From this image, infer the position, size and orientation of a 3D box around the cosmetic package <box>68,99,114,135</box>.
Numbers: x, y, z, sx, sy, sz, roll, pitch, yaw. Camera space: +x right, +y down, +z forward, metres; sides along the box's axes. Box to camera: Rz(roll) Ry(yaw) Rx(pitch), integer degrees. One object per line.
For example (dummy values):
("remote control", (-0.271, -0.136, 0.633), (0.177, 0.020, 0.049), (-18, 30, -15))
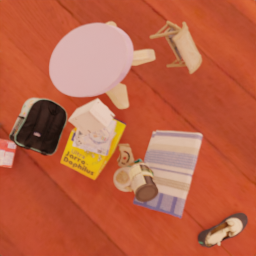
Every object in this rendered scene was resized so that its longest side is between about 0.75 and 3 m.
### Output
("cosmetic package", (-0.820, -0.220, 6.166), (0.551, 0.976, 0.396), (44, 58, -20))

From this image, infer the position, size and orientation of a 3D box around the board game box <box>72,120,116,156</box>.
("board game box", (-0.844, 0.146, 7.039), (0.905, 0.196, 0.901), (16, 91, 9))

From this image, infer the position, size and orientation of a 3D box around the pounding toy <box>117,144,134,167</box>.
("pounding toy", (-0.132, 0.861, 8.686), (0.510, 0.511, 0.891), (-18, 119, -4))

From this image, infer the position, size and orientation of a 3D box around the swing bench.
("swing bench", (1.387, -2.204, 7.613), (0.740, 1.141, 1.135), (-43, 125, -9))

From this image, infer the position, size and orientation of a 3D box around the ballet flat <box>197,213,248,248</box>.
("ballet flat", (3.063, 3.259, 8.826), (1.822, 0.666, 0.666), (-25, 81, -4))

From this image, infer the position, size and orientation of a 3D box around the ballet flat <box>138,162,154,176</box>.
("ballet flat", (0.468, 1.176, 8.264), (0.294, 0.866, 0.313), (-42, 42, 7))

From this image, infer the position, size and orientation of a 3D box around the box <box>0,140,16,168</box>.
("box", (-4.478, 0.700, 8.694), (0.785, 1.657, 0.850), (4, 83, 45))

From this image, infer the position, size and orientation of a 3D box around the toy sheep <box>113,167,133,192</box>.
("toy sheep", (-0.045, 1.491, 8.090), (0.779, 1.130, 0.779), (-3, 73, 11))

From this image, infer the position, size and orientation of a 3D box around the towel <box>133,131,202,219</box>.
("towel", (1.185, 1.277, 8.560), (1.877, 0.304, 2.556), (2, 67, 45))

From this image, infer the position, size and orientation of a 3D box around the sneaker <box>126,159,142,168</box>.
("sneaker", (0.081, 1.254, 9.156), (0.844, 0.336, 0.327), (-26, 41, -6))

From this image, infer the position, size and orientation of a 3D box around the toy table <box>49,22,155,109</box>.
("toy table", (-0.698, -1.788, 7.934), (2.823, 1.653, 2.595), (6, 101, 35))

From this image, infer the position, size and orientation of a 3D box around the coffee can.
("coffee can", (0.365, 1.352, 6.982), (0.580, 0.793, 0.580), (-7, 125, -10))

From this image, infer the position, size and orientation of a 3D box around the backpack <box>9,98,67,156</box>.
("backpack", (-2.611, -0.110, 8.287), (1.355, 1.182, 1.541), (27, 86, -35))

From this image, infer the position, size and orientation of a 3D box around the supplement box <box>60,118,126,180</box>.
("supplement box", (-0.958, 0.419, 8.337), (1.106, 2.033, 1.113), (26, 113, 4))
